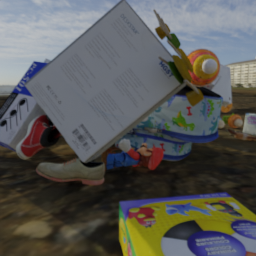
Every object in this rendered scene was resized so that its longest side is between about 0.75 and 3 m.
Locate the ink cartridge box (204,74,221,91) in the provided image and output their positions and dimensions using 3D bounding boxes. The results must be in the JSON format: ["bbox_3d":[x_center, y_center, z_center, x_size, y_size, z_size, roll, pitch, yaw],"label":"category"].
[{"bbox_3d":[2.063,-1.338,9.169,1.160,1.598,0.666,36,51,7],"label":"ink cartridge box"}]

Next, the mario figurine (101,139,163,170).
[{"bbox_3d":[0.103,0.619,6.822,1.511,0.801,0.933,-3,4,-7],"label":"mario figurine"}]

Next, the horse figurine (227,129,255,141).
[{"bbox_3d":[4.259,0.289,10.431,1.106,0.276,0.733,13,8,-4],"label":"horse figurine"}]

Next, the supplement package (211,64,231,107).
[{"bbox_3d":[2.667,-1.566,11.784,1.623,1.563,2.853,10,-14,-32],"label":"supplement package"}]

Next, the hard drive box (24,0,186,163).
[{"bbox_3d":[-0.411,-0.892,5.835,2.629,2.049,1.010,-38,-5,6],"label":"hard drive box"}]

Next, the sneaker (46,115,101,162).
[{"bbox_3d":[-1.587,-0.053,7.656,1.097,1.043,2.768,-10,49,-35],"label":"sneaker"}]

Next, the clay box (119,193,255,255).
[{"bbox_3d":[0.850,1.409,2.492,1.550,0.642,2.698,-2,9,-10],"label":"clay box"}]

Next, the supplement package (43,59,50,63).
[{"bbox_3d":[-2.467,-1.479,11.043,2.294,1.341,1.345,20,33,-19],"label":"supplement package"}]

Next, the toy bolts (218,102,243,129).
[{"bbox_3d":[4.513,-0.517,13.026,1.460,1.394,1.012,-19,18,-5],"label":"toy bolts"}]

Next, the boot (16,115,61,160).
[{"bbox_3d":[-2.126,0.051,7.422,1.194,0.599,1.654,-25,29,21],"label":"boot"}]

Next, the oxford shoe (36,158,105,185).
[{"bbox_3d":[-1.178,0.819,5.857,1.415,0.522,0.501,7,22,-11],"label":"oxford shoe"}]

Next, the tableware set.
[{"bbox_3d":[0.931,-1.273,5.358,0.290,1.893,1.275,-31,-29,24],"label":"tableware set"}]

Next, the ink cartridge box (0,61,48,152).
[{"bbox_3d":[-3.109,-0.719,8.717,1.369,2.911,0.644,15,-23,31],"label":"ink cartridge box"}]

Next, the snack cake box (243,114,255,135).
[{"bbox_3d":[5.773,-0.066,10.650,2.367,0.795,1.361,1,9,-27],"label":"snack cake box"}]

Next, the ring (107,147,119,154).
[{"bbox_3d":[-0.120,0.701,8.612,1.232,0.118,1.232,0,9,0],"label":"ring"}]

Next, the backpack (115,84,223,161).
[{"bbox_3d":[1.131,-0.283,8.140,2.955,2.171,2.704,9,12,25],"label":"backpack"}]

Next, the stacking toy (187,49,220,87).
[{"bbox_3d":[1.697,-1.356,6.256,0.904,0.904,1.238,1,10,6],"label":"stacking toy"}]
